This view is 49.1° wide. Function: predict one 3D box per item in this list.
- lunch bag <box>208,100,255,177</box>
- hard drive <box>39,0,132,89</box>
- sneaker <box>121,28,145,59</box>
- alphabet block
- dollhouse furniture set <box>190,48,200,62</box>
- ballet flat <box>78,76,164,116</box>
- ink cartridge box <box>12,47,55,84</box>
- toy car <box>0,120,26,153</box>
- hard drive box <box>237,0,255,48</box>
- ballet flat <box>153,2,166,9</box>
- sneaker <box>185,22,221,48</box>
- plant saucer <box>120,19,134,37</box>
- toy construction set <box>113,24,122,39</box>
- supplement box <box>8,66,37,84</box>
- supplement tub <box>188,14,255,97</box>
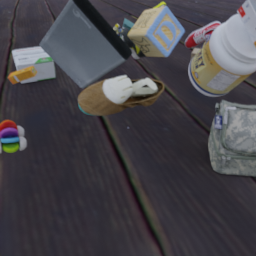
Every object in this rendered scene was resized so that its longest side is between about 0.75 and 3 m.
[{"bbox_3d":[3.665,0.212,8.286,2.445,2.050,1.703,5,35,7],"label":"lunch bag"},{"bbox_3d":[-1.292,-2.236,7.838,2.724,1.901,0.448,-16,33,56],"label":"hard drive"},{"bbox_3d":[0.345,-3.443,11.223,0.828,0.728,1.956,-2,-12,24],"label":"sneaker"},{"bbox_3d":[0.770,-2.644,7.831,0.984,0.979,1.003,-54,34,-7],"label":"alphabet block"},{"bbox_3d":[4.055,-3.198,14.069,1.771,1.176,1.552,13,36,18],"label":"dollhouse furniture set"},{"bbox_3d":[0.000,-0.786,6.117,2.315,0.837,0.785,-9,73,-45],"label":"ballet flat"},{"bbox_3d":[-4.862,-3.288,14.365,1.737,0.984,2.369,-14,37,-19],"label":"ink cartridge box"},{"bbox_3d":[-2.943,0.183,6.930,0.761,0.652,0.870,-5,49,-28],"label":"toy car"},{"bbox_3d":[3.168,-2.502,6.659,0.447,1.163,0.906,-28,1,8],"label":"hard drive box"},{"bbox_3d":[1.143,-4.599,10.913,0.783,0.262,0.263,-39,40,4],"label":"ballet flat"},{"bbox_3d":[3.081,-3.730,11.586,1.646,0.586,0.926,-28,27,29],"label":"sneaker"},{"bbox_3d":[-0.010,-3.940,12.267,0.752,2.152,0.204,31,76,-1],"label":"plant saucer"},{"bbox_3d":[-0.590,-2.964,9.233,0.934,0.612,0.430,-10,5,42],"label":"toy construction set"},{"bbox_3d":[-4.129,-2.071,10.967,1.087,0.374,0.362,-15,39,19],"label":"supplement box"},{"bbox_3d":[2.969,-2.090,8.400,1.651,2.286,1.651,4,71,-11],"label":"supplement tub"}]
